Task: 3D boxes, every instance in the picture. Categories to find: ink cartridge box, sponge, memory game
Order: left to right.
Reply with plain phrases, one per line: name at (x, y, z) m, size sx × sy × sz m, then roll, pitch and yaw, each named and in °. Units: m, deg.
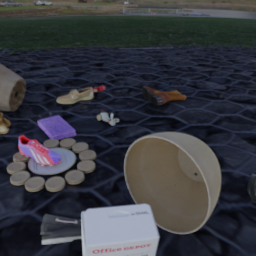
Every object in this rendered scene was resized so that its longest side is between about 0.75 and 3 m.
memory game at (-2.419, 1.118, 9.032) m, size 2.832 × 0.180 × 2.832 m, roll 0°, pitch 29°, yaw 0°
sponge at (-2.842, -0.005, 11.052) m, size 0.934 × 0.250 × 1.674 m, roll -17°, pitch 33°, yaw -31°
ink cartridge box at (-0.204, 2.264, 5.124) m, size 1.244 × 1.704 × 0.719 m, roll -3°, pitch 36°, yaw -11°

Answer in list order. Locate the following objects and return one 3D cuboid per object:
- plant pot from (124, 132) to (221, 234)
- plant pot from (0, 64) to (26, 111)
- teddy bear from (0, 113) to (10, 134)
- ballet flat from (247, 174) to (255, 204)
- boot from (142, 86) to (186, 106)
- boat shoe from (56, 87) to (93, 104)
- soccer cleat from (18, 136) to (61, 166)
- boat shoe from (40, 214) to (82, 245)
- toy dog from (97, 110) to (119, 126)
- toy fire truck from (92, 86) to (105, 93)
plant pot at (1.291, 1.084, 6.855) m, size 2.372 × 2.372 × 1.593 m, roll 24°, pitch 33°, yaw 37°
plant pot at (-5.971, -1.840, 12.423) m, size 2.294 × 2.644 × 2.644 m, roll 18°, pitch 30°, yaw 1°
teddy bear at (-5.298, -0.137, 11.122) m, size 1.583 × 0.529 × 1.148 m, roll 30°, pitch 44°, yaw 32°
ballet flat at (4.558, 1.414, 7.702) m, size 2.858 × 0.812 × 0.950 m, roll -11°, pitch 14°, yaw -20°
boot at (1.739, -1.743, 13.928) m, size 1.748 × 0.599 × 1.646 m, roll -15°, pitch 31°, yaw -27°
boat shoe at (-2.598, -1.603, 13.646) m, size 1.843 × 0.595 × 0.657 m, roll -16°, pitch 32°, yaw -26°
soccer cleat at (-2.858, 0.719, 8.907) m, size 1.689 × 0.646 × 0.563 m, roll 15°, pitch 34°, yaw 28°
boat shoe at (-0.869, 2.065, 5.970) m, size 1.998 × 0.569 × 0.668 m, roll 9°, pitch -24°, yaw -38°
toy dog at (-0.877, -0.465, 11.647) m, size 0.954 × 0.459 × 0.629 m, roll 15°, pitch 35°, yaw 24°
toy fire truck at (-1.691, -1.925, 14.385) m, size 0.932 × 0.227 × 0.657 m, roll -10°, pitch 17°, yaw 20°
